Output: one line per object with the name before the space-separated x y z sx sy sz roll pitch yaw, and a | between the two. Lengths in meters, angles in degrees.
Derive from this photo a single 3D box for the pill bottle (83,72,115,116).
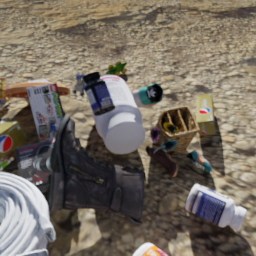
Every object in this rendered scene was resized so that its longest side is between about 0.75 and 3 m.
pill bottle | -0.904 -1.026 8.413 0.684 1.224 0.684 -21 0 0

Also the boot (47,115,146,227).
boot | -0.779 1.124 7.627 2.582 1.027 2.966 9 57 -18

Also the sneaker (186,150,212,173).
sneaker | 2.216 1.103 8.780 0.372 0.332 0.932 -28 49 -17

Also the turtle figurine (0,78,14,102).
turtle figurine | -5.067 -1.490 10.971 1.173 0.946 0.378 -10 1 -42

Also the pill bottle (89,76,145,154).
pill bottle | -0.434 -0.508 9.806 1.602 1.602 2.826 -9 39 -11

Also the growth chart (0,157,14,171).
growth chart | -4.646 1.154 8.846 1.658 0.147 1.200 14 42 19

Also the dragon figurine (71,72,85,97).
dragon figurine | -1.708 -1.644 10.258 0.510 0.861 1.733 19 10 -9

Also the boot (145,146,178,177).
boot | 0.987 1.014 8.568 0.906 0.394 1.089 23 22 -19

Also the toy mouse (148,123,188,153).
toy mouse | 1.058 0.349 8.629 1.254 0.243 1.115 26 73 11

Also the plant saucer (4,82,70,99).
plant saucer | -3.496 -1.456 10.897 2.433 0.393 2.433 -4 2 0

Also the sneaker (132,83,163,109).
sneaker | 0.882 -1.127 9.843 0.870 0.777 2.177 -16 5 20

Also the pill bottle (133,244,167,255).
pill bottle | 0.944 3.290 5.245 2.165 1.186 1.186 26 45 30

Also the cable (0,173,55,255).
cable | -3.167 2.170 5.844 2.974 1.030 2.975 -14 37 -21

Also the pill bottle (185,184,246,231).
pill bottle | 2.237 2.059 7.175 1.362 0.756 0.756 21 43 25

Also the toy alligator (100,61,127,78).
toy alligator | -0.752 -2.704 13.548 1.936 0.465 0.642 -33 80 -35

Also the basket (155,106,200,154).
basket | 1.553 -0.068 9.430 1.060 1.107 1.485 14 36 -15

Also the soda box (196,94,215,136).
soda box | 2.911 -0.536 10.518 0.598 0.632 1.867 -8 35 19

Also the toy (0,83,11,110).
toy | -5.037 -1.263 11.452 0.271 0.660 1.147 0 41 13

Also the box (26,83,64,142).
box | -2.785 -0.530 9.699 1.036 1.882 0.327 -13 6 -19

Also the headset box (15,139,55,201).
headset box | -2.464 1.161 8.325 1.459 0.757 1.960 -14 42 -17

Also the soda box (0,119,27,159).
soda box | -4.346 0.649 8.679 0.720 0.762 2.249 14 42 35

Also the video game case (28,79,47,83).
video game case | -4.040 -2.040 12.611 0.779 0.070 0.558 -18 34 -34

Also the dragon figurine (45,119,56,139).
dragon figurine | -2.503 0.028 9.091 0.221 0.374 0.753 -17 67 26
